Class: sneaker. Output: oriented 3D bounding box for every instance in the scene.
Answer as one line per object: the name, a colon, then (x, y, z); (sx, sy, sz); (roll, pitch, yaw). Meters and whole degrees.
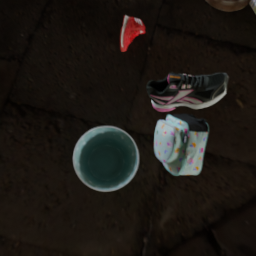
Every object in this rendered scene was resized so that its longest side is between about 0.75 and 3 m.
sneaker: (0.178, -3.443, 10.256); (0.851, 0.577, 1.473); (7, 76, 3)
sneaker: (1.578, -1.126, 7.983); (2.409, 1.040, 0.968); (-14, 49, 29)

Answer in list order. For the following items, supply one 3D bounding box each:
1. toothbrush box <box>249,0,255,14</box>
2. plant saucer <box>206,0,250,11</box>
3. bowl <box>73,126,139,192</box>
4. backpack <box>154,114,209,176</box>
toothbrush box: (5.331, -4.394, 10.171); (0.718, 1.215, 1.669); (-20, 76, -5)
plant saucer: (3.905, -5.506, 10.954); (2.009, 0.322, 2.009); (0, 75, 1)
bowl: (-0.692, 1.021, 8.728); (1.954, 1.022, 1.954); (2, 73, -5)
backpack: (1.347, 0.487, 7.341); (1.178, 1.351, 1.537); (-7, 106, -18)
